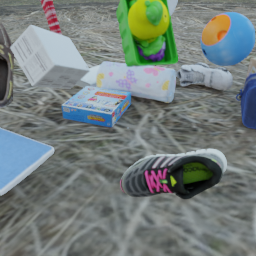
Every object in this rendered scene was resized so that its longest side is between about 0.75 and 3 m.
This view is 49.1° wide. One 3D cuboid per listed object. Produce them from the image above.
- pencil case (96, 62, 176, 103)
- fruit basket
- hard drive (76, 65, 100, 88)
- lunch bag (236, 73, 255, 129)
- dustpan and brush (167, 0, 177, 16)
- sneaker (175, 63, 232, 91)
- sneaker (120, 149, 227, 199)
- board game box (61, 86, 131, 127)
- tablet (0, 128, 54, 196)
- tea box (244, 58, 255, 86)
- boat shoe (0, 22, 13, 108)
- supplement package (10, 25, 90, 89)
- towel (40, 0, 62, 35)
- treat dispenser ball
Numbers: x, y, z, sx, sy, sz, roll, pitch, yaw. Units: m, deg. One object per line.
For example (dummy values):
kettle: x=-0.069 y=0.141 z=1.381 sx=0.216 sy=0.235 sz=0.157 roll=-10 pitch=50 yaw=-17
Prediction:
pencil case: x=0.296 y=-1.730 z=10.519 sx=2.986 sy=1.241 sz=1.354 roll=9 pitch=46 yaw=15
fruit basket: x=0.529 y=-2.454 z=6.630 sx=1.474 sy=2.044 sz=2.044 roll=-10 pitch=32 yaw=-28
hard drive: x=-1.270 y=-2.325 z=12.396 sx=1.540 sy=0.307 sz=2.335 roll=25 pitch=39 yaw=35
lunch bag: x=4.564 y=-0.854 z=8.811 sx=2.198 sy=1.493 sz=1.454 roll=10 pitch=32 yaw=19
dustpan and brush: x=0.664 y=-3.493 z=8.831 sx=2.026 sy=2.902 sz=0.831 roll=-6 pitch=12 yaw=-32
sneaker: x=2.966 y=-2.012 z=11.339 sx=1.402 sy=0.917 sz=2.440 roll=-12 pitch=28 yaw=-18
sneaker: x=0.590 y=0.679 z=3.905 sx=1.574 sy=0.581 sz=0.689 roll=-13 pitch=4 yaw=14
board game box: x=-1.034 y=-0.797 z=9.668 sx=1.810 sy=0.506 sz=1.772 roll=11 pitch=32 yaw=18
tablet: x=-3.240 y=0.557 z=6.403 sx=2.650 sy=0.181 sz=1.724 roll=17 pitch=35 yaw=20
tea box: x=5.253 y=-1.789 z=10.375 sx=1.441 sy=1.464 sz=0.978 roll=-6 pitch=32 yaw=-9
boat shoe: x=-3.380 y=-1.711 z=7.184 sx=0.844 sy=2.350 sz=0.699 roll=-4 pitch=3 yaw=-22
supplement package: x=-1.231 y=-1.108 z=4.557 sx=0.755 sy=0.537 sz=0.969 roll=58 pitch=22 yaw=9
towel: x=-1.962 y=-2.881 z=7.294 sx=0.273 sy=2.432 sz=1.759 roll=-19 pitch=23 yaw=-11
treat dispenser ball: x=2.906 y=-2.587 z=8.220 sx=1.504 sy=1.504 sz=1.504 roll=0 pitch=31 yaw=0
